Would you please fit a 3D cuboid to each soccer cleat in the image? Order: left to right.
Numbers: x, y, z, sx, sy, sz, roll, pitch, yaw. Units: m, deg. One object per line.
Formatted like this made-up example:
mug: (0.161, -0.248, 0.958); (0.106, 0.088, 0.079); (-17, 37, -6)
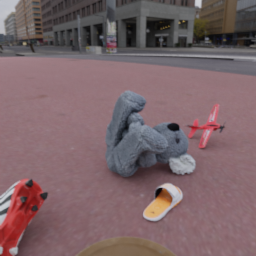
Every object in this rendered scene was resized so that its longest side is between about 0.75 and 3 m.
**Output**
soccer cleat: (-2.450, 1.996, 5.037); (1.133, 0.913, 2.659); (-29, 21, 30)

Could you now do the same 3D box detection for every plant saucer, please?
plant saucer: (-0.049, 2.493, 4.267); (2.412, 0.355, 2.412); (-1, 19, 0)

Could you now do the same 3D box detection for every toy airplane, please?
toy airplane: (2.766, -0.001, 10.222); (0.329, 1.791, 1.791); (34, 1, -31)

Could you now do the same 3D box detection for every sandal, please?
sandal: (0.853, 1.633, 6.558); (0.567, 0.424, 1.480); (11, 22, 29)

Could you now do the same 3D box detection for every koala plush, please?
koala plush: (0.722, 0.423, 8.088); (2.376, 2.183, 2.107); (5, 41, -28)
